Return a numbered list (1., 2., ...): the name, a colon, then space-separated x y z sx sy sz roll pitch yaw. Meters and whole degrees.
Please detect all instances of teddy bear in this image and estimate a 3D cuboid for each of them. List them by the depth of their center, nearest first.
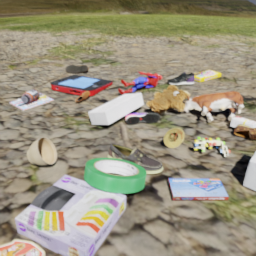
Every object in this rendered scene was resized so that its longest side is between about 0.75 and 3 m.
1. teddy bear: 1.791 -1.181 12.326 1.633 0.752 2.252 20 41 13

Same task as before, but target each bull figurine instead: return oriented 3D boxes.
1. bull figurine: 3.546 -0.936 11.669 2.456 0.800 1.491 -12 41 12

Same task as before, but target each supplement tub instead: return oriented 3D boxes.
1. supplement tub: -4.543 -1.437 12.914 0.492 0.492 0.920 6 26 11

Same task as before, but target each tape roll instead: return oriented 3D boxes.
1. tape roll: -0.353 1.272 7.703 1.689 0.406 1.689 9 11 -2

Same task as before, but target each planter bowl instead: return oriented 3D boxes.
1. planter bowl: -2.739 0.801 8.707 0.600 0.891 0.891 -22 23 18

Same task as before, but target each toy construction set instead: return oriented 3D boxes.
1. toy construction set: 2.798 0.583 9.388 1.223 0.563 0.802 14 6 9

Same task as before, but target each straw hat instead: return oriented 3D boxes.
1. straw hat: 1.551 0.304 9.787 0.777 0.777 0.329 -7 19 -12

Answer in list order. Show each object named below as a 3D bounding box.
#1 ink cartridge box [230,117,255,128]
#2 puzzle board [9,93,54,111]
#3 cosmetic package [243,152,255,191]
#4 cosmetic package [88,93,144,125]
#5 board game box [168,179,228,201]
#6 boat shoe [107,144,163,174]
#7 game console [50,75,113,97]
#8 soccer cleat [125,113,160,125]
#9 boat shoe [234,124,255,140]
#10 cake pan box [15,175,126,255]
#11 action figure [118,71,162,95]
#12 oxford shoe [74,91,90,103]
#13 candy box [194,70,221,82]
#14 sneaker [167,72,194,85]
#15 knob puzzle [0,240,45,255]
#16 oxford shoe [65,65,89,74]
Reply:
1. ink cartridge box: 4.490 -0.134 10.850 0.839 0.350 0.609 23 24 36
2. puzzle board: -4.569 -1.274 13.310 1.244 0.144 1.650 22 36 36
3. cosmetic package: 4.530 1.378 7.511 2.362 0.958 1.333 21 34 36
4. cosmetic package: -0.442 -0.807 11.709 0.991 0.608 2.402 -1 22 42
5. board game box: 1.897 1.688 7.713 1.490 0.145 0.767 1 30 -3
6. boat shoe: 0.188 0.934 8.657 1.845 0.598 0.675 11 25 19
7. game console: -2.512 -2.368 15.065 2.718 0.422 2.404 14 31 23
8. soccer cleat: 0.582 -0.436 11.409 1.416 0.483 0.518 -7 27 -7
9. boat shoe: 4.535 0.248 10.136 1.406 0.506 0.475 15 36 38
10. cake pan box: -1.326 2.048 6.715 2.026 0.530 1.866 14 29 24
11. action figure: 0.738 -2.382 14.457 2.774 0.907 0.717 -17 49 -35
12. oxford shoe: -2.123 -1.460 13.255 0.870 0.310 0.310 -43 11 -27
13. candy box: 4.543 -3.079 16.571 1.848 0.244 0.944 -19 36 -31
14. sneaker: 2.922 -2.788 15.562 1.543 0.676 0.584 -5 29 -10
15. knob puzzle: -2.325 2.733 5.779 1.294 0.179 1.294 0 28 0
16. oxford shoe: -3.175 -3.622 17.487 1.480 0.528 0.527 2 -1 7
